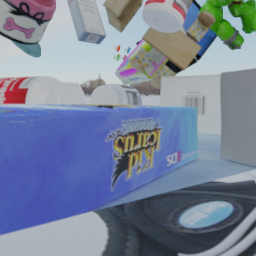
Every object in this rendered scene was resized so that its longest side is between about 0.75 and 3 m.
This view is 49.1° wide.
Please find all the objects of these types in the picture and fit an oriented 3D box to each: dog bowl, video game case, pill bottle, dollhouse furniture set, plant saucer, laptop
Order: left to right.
[{"bbox_3d":[-1.750,-2.040,4.020,0.608,1.648,1.648,-36,-10,23],"label":"dog bowl"},{"bbox_3d":[-1.041,0.094,2.706,2.597,0.651,2.865,4,7,33],"label":"video game case"},{"bbox_3d":[-2.731,-2.322,7.322,1.157,0.158,1.157,28,-21,12],"label":"plant saucer"},{"bbox_3d":[-2.062,-0.497,6.035,2.154,1.209,1.209,2,6,25],"label":"pill bottle"},{"bbox_3d":[-0.457,-1.098,11.571,1.392,1.392,2.446,2,5,22],"label":"pill bottle"},{"bbox_3d":[0.660,-2.311,6.493,2.237,1.961,1.486,37,3,-2],"label":"dollhouse furniture set"},{"bbox_3d":[0.729,-2.274,4.567,0.691,1.248,0.691,19,-7,3],"label":"pill bottle"},{"bbox_3d":[1.538,-2.949,9.151,2.115,1.875,1.092,-29,-23,-2],"label":"laptop"}]

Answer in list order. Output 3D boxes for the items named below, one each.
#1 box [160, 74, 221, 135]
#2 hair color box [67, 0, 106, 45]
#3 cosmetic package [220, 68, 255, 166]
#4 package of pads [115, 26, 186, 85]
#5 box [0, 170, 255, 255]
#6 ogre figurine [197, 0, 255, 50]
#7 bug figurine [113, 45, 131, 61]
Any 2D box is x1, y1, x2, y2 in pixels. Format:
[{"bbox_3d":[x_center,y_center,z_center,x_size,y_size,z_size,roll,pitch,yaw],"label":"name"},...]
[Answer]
[{"bbox_3d":[2.060,-0.589,6.842,1.581,1.239,2.541,4,6,34],"label":"box"},{"bbox_3d":[-1.318,-3.472,8.853,0.778,1.572,0.477,-3,-21,-40],"label":"hair color box"},{"bbox_3d":[2.116,-0.089,2.343,1.347,1.137,2.521,-6,10,-25],"label":"cosmetic package"},{"bbox_3d":[0.656,-2.195,8.253,0.673,1.973,1.524,44,-17,-21],"label":"package of pads"},{"bbox_3d":[0.654,0.412,0.146,2.561,0.531,1.525,-1,5,-37],"label":"box"},{"bbox_3d":[2.737,-3.407,7.041,1.656,1.355,2.762,2,-34,-18],"label":"ogre figurine"},{"bbox_3d":[-0.215,-2.940,10.995,0.840,0.652,0.216,-7,31,-46],"label":"bug figurine"}]
